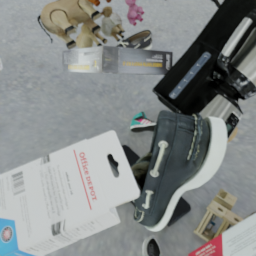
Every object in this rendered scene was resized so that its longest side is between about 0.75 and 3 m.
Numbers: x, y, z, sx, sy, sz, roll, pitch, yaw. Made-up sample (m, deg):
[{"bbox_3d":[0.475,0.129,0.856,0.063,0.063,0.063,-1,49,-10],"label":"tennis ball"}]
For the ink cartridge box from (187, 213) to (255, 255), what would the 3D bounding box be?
[{"bbox_3d":[2.366,2.945,4.872,1.656,0.941,2.272,-38,51,15],"label":"ink cartridge box"}]

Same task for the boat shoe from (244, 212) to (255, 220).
[{"bbox_3d":[3.023,2.704,5.656,0.824,0.811,2.211,-10,49,-9],"label":"boat shoe"}]

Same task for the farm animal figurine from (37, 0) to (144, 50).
[{"bbox_3d":[-0.981,-3.108,7.578,1.370,2.201,2.725,49,17,11],"label":"farm animal figurine"}]

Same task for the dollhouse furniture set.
[{"bbox_3d":[2.170,2.085,6.420,0.769,0.773,1.097,31,25,24],"label":"dollhouse furniture set"}]

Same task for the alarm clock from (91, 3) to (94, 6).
[{"bbox_3d":[-1.447,-4.619,8.300,1.498,2.221,0.739,17,22,11],"label":"alarm clock"}]

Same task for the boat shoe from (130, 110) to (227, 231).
[{"bbox_3d":[0.441,0.749,4.401,0.883,2.928,1.107,15,46,-5],"label":"boat shoe"}]

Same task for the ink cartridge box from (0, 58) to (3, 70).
[{"bbox_3d":[-3.319,-1.724,5.989,0.478,1.135,0.820,-33,53,5],"label":"ink cartridge box"}]

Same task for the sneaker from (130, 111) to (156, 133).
[{"bbox_3d":[0.578,-0.205,8.553,1.040,0.435,0.628,-3,58,-1],"label":"sneaker"}]

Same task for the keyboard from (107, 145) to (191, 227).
[{"bbox_3d":[0.248,1.483,7.141,1.351,0.515,2.597,-13,44,-43],"label":"keyboard"}]

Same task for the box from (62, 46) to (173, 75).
[{"bbox_3d":[-0.332,-1.544,6.576,1.759,0.537,2.221,-7,14,-33],"label":"box"}]

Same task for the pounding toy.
[{"bbox_3d":[2.446,-0.680,8.307,1.378,1.383,2.410,-33,56,-21],"label":"pounding toy"}]

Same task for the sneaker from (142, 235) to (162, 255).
[{"bbox_3d":[0.494,2.853,5.705,0.494,0.542,1.322,-6,48,-5],"label":"sneaker"}]

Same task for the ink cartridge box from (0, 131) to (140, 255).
[{"bbox_3d":[-0.733,0.805,3.278,1.659,0.553,0.961,-22,56,-3],"label":"ink cartridge box"}]

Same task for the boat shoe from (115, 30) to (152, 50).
[{"bbox_3d":[0.014,-3.221,11.052,2.310,0.697,0.853,-26,53,-22],"label":"boat shoe"}]

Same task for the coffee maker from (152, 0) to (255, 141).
[{"bbox_3d":[1.856,-1.263,5.833,2.580,1.738,2.478,-50,30,11],"label":"coffee maker"}]
